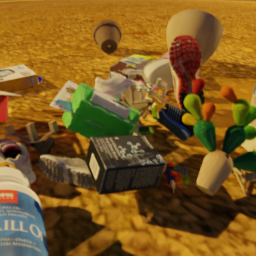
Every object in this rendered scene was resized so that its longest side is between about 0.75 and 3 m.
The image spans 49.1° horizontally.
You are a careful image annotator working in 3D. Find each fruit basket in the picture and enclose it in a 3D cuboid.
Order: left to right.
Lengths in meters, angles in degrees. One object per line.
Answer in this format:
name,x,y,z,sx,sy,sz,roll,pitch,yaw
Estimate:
fruit basket,-0.712,-0.567,8.070,2.618,1.325,2.826,26,23,-11

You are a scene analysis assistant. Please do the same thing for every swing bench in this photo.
swing bench,2.937,1.065,6.541,0.773,0.504,0.777,-10,34,-3

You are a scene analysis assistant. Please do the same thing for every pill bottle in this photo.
pill bottle,-2.064,1.778,4.500,1.418,1.418,2.526,-11,32,-18

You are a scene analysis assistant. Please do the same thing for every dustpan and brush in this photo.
dustpan and brush,0.854,-2.119,10.923,2.130,1.487,0.610,-9,52,-17

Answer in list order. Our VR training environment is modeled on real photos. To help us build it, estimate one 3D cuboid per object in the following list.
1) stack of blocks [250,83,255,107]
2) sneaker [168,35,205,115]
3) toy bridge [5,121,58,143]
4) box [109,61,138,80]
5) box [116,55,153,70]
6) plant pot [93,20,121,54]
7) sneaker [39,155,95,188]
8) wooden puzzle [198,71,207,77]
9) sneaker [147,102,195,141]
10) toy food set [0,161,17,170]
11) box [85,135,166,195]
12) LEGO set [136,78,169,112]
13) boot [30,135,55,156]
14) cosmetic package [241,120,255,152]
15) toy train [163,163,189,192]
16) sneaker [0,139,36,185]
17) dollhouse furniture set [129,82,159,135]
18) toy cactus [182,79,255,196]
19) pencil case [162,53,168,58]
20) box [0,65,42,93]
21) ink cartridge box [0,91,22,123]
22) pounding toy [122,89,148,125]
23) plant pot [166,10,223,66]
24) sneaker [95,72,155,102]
stack of blocks,4.857,-0.296,7.957,0.771,1.515,2.631,-20,36,-31
sneaker,1.886,-1.771,9.517,1.078,2.768,1.137,-3,-2,2
toy bridge,-2.408,0.129,7.010,1.476,0.496,0.201,-5,18,20
box,-0.207,-2.546,12.683,0.656,0.491,1.310,-35,41,-20
box,0.278,-3.168,13.940,1.160,0.453,1.903,17,34,29
plant pot,-1.172,-5.165,16.380,1.731,1.731,1.510,-4,47,-7
sneaker,-1.400,1.007,6.797,1.574,0.588,0.646,17,24,10
wooden puzzle,2.782,-2.530,13.080,1.563,0.183,1.055,19,34,33
sneaker,1.341,-0.374,8.507,0.690,0.621,1.771,-34,69,-29
toy food set,-3.586,1.012,6.055,2.450,1.170,1.102,-5,31,-6
box,-0.084,0.770,6.132,1.407,0.753,1.045,-1,35,-27
LEGO set,0.769,-0.870,7.370,0.690,1.499,0.558,18,79,24
boot,-2.329,0.375,7.662,0.307,0.578,0.879,-29,29,11
cosmetic package,4.026,0.551,7.187,1.184,0.836,2.288,-8,30,-16
toy train,1.192,1.226,6.543,0.533,0.390,0.922,9,29,-11
sneaker,-2.861,0.653,6.970,0.783,0.849,1.924,-21,35,-32
dollhouse furniture set,0.459,-0.505,7.531,0.671,1.342,0.518,-8,-10,13
toy cactus,2.146,0.390,6.289,2.264,2.744,1.403,-56,13,-14
pencil case,2.113,-2.634,12.357,0.802,0.767,1.853,-26,46,0
box,-5.196,-2.054,11.911,2.855,0.592,1.700,-23,37,-30
ink cartridge box,-4.746,-0.635,8.153,2.158,1.031,2.459,9,8,16
pounding toy,0.313,-0.640,8.569,0.529,1.156,1.015,-34,82,-5
plant pot,3.090,-4.036,13.702,2.763,2.763,1.855,10,68,16
sneaker,-0.076,-1.552,10.276,2.414,1.203,0.904,-11,-8,-27
